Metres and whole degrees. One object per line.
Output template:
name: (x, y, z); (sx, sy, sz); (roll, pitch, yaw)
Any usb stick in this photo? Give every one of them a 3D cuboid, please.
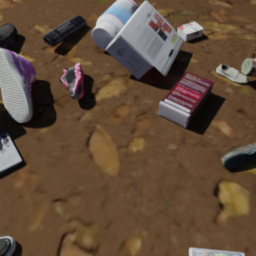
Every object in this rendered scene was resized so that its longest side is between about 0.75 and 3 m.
usb stick: (-2.703, -4.254, 12.208); (0.673, 0.396, 2.426); (38, 51, 2)

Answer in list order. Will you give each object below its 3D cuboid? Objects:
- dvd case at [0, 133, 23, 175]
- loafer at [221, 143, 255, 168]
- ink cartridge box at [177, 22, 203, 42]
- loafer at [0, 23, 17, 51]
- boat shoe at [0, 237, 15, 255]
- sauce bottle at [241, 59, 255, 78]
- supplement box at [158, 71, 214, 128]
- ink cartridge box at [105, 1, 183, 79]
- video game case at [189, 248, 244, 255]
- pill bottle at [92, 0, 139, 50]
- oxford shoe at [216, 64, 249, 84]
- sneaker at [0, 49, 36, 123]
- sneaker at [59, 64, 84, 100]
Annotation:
dvd case: (-3.904, 0.814, 8.470); (0.999, 0.164, 1.329); (-28, 57, -21)
loafer: (3.403, 0.799, 8.334); (1.485, 0.533, 0.467); (-13, 28, -10)
ink cartridge box: (2.742, -4.263, 12.387); (0.916, 0.380, 0.673); (-23, 54, -17)
loafer: (-5.444, -3.546, 11.395); (1.041, 1.034, 2.860); (8, 51, 8)
boat shoe: (-3.546, 3.088, 6.415); (1.853, 0.524, 0.636); (-26, 56, -19)
sauce bottle: (5.231, -2.106, 10.345); (2.061, 0.667, 0.667); (6, 50, -15)
supplement box: (2.013, -1.035, 9.655); (1.096, 0.613, 2.014); (29, 57, 21)
ink cartridge box: (0.743, -3.225, 10.862); (2.245, 1.072, 2.557); (40, 54, -14)
video game case: (2.054, 3.512, 6.311); (1.282, 0.165, 1.411); (4, 51, 3)
pill bottle: (-0.523, -4.383, 11.884); (1.316, 1.316, 2.421); (20, 53, 15)
oxford shoe: (3.979, -2.060, 10.642); (1.260, 0.364, 0.474); (31, 56, 19)
sneaker: (-3.609, -1.464, 9.778); (0.977, 1.536, 2.695); (-24, 81, 22)
sneaker: (-2.079, -1.630, 10.173); (0.854, 0.708, 1.791); (-8, 44, 2)
